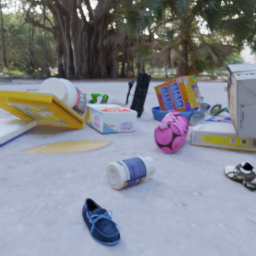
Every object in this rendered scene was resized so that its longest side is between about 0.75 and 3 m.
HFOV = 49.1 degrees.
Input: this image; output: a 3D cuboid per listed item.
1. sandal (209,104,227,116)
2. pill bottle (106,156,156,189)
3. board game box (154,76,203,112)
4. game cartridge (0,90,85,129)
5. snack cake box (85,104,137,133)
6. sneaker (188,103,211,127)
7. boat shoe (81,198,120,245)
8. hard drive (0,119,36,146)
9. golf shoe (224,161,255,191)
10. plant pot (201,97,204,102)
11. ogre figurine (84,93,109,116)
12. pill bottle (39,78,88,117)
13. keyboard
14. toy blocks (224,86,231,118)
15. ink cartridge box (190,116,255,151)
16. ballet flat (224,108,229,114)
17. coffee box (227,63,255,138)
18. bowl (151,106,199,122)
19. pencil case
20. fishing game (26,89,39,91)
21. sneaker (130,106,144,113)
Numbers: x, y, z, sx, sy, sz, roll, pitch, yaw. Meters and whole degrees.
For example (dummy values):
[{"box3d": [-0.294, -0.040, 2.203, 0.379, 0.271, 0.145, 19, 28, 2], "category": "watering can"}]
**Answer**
[{"box3d": [4.348, -0.936, 13.870, 0.685, 0.492, 1.726, -25, 7, 0], "category": "sandal"}, {"box3d": [0.083, 0.882, 5.726, 0.968, 0.537, 0.537, -9, 15, -37], "category": "pill bottle"}, {"box3d": [2.385, -1.479, 13.133, 1.506, 1.506, 1.507, -16, 0, 37], "category": "board game box"}, {"box3d": [-3.393, -0.651, 10.344, 2.872, 0.466, 2.532, 5, -17, 19], "category": "game cartridge"}, {"box3d": [-0.767, -0.425, 11.122, 1.342, 0.784, 2.334, 0, 11, -24], "category": "snack cake box"}, {"box3d": [2.418, -0.361, 9.523, 0.457, 0.534, 1.226, 32, 51, 26], "category": "sneaker"}, {"box3d": [-0.459, 1.331, 4.075, 0.418, 0.341, 0.994, -9, 15, -36], "category": "boat shoe"}, {"box3d": [-4.653, 0.123, 9.704, 1.871, 0.360, 2.837, 1, 12, 3], "category": "hard drive"}, {"box3d": [2.387, 0.892, 5.807, 0.410, 0.498, 1.054, -5, 11, -17], "category": "golf shoe"}, {"box3d": [3.519, -1.309, 15.404, 1.203, 0.806, 1.203, 1, 12, 0], "category": "plant pot"}, {"box3d": [-1.908, -1.114, 13.718, 1.886, 1.131, 0.925, -7, 18, -26], "category": "ogre figurine"}, {"box3d": [-2.662, -1.197, 11.664, 1.415, 1.415, 2.557, 2, -7, 9], "category": "pill bottle"}, {"box3d": [0.397, -1.453, 12.688, 1.342, 2.112, 0.218, -1, 20, -42], "category": "keyboard"}, {"box3d": [5.316, -1.058, 11.913, 1.586, 1.761, 1.884, -9, 11, -16], "category": "toy blocks"}, {"box3d": [3.724, 0.143, 9.090, 2.728, 0.641, 2.696, 8, 13, 27], "category": "ink cartridge box"}, {"box3d": [4.007, -0.492, 9.981, 1.118, 0.356, 0.377, 4, 29, 27], "category": "ballet flat"}, {"box3d": [3.664, -0.959, 8.391, 1.137, 1.631, 2.853, -1, 20, 15], "category": "coffee box"}, {"box3d": [2.334, -0.678, 13.184, 2.505, 0.492, 2.505, 0, 11, 0], "category": "bowl"}, {"box3d": [1.324, 0.056, 8.556, 0.941, 0.971, 2.073, -9, 9, 16], "category": "pencil case"}, {"box3d": [-4.165, -0.951, 12.136, 1.223, 1.707, 0.265, -7, 45, -43], "category": "fishing game"}, {"box3d": [0.483, -0.967, 14.577, 0.760, 0.473, 1.417, -3, 10, -1], "category": "sneaker"}]
